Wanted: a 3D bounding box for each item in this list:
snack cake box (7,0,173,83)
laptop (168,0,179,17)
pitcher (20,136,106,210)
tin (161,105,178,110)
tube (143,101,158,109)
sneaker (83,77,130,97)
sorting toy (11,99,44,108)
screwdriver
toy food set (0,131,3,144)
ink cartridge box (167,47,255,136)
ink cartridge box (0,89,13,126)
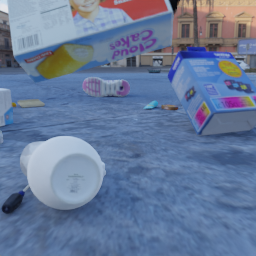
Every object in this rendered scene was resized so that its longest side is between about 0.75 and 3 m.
[{"bbox_3d":[-0.769,-2.223,5.638,2.967,1.706,0.997,-15,-23,1],"label":"snack cake box"},{"bbox_3d":[1.312,-3.808,8.756,0.816,0.723,0.421,1,34,-29],"label":"laptop"},{"bbox_3d":[-0.861,0.642,4.431,1.456,1.029,1.697,4,0,-27],"label":"pitcher"},{"bbox_3d":[1.847,-0.918,12.428,0.470,0.176,0.839,-6,14,-40],"label":"tin"},{"bbox_3d":[1.054,-0.998,12.652,0.408,0.265,1.053,-8,13,27],"label":"tube"},{"bbox_3d":[-1.288,-2.418,16.950,2.834,1.140,1.253,5,7,3],"label":"sneaker"},{"bbox_3d":[-4.826,-1.106,13.198,1.524,0.204,1.135,-8,20,-28],"label":"sorting toy"},{"bbox_3d":[-1.666,0.979,4.493,0.188,0.196,1.345,0,14,0],"label":"screwdriver"},{"bbox_3d":[-3.577,0.143,7.103,0.615,0.580,1.289,-3,14,-10],"label":"toy food set"},{"bbox_3d":[2.575,-1.316,8.676,2.024,1.132,2.967,-5,53,-21],"label":"ink cartridge box"},{"bbox_3d":[-4.743,-0.598,8.893,1.174,1.180,1.608,7,16,27],"label":"ink cartridge box"}]
